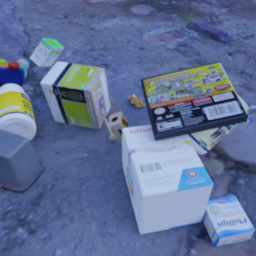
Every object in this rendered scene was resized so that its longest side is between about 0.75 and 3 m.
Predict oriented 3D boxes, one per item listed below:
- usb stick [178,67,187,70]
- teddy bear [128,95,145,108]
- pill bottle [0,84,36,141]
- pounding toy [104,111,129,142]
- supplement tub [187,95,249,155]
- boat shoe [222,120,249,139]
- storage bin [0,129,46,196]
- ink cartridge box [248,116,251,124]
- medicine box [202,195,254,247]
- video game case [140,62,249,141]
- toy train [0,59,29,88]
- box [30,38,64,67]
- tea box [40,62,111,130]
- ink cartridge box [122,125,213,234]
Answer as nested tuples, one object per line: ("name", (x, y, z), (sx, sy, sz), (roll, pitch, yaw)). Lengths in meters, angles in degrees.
("usb stick", (3.212, -2.695, 13.618), (1.584, 0.258, 0.439), (10, 42, 11))
("teddy bear", (0.354, -1.132, 11.817), (0.634, 0.292, 0.874), (-9, 42, -13))
("pill bottle", (-4.262, -0.595, 10.399), (1.360, 1.360, 2.444), (-15, 44, -16))
("pounding toy", (-0.321, -0.027, 8.898), (0.499, 0.958, 1.090), (-21, 34, 15))
("supplement tub", (2.638, -0.324, 9.117), (2.098, 1.521, 1.521), (-46, 45, 13))
("boat shoe", (3.403, -0.027, 9.864), (1.719, 0.590, 0.487), (-26, 20, 34))
("storage bin", (-3.898, 0.932, 8.581), (2.183, 1.466, 1.589), (16, 44, 18))
("ink cartridge box", (4.126, -0.674, 11.245), (0.736, 0.346, 1.566), (-13, 43, -13))
("medicine box", (2.598, 2.479, 7.492), (0.989, 0.559, 1.086), (-9, 42, -9))
("video game case", (1.785, -0.847, 8.145), (2.539, 0.324, 2.295), (-12, 51, 3))
("toy train", (-6.077, -2.665, 12.826), (2.865, 1.213, 1.658), (2, 33, -5))
("box", (-3.082, -2.858, 10.723), (0.518, 0.945, 1.071), (41, 18, -2))
("tea box", (-1.852, -1.178, 10.453), (1.969, 2.002, 1.337), (12, 51, 15))
("ink cartridge box", (0.915, 1.299, 7.889), (1.786, 1.778, 2.435), (-8, 41, -9))
